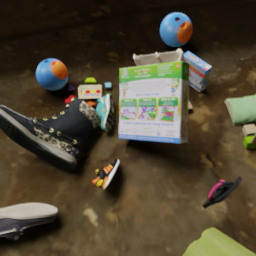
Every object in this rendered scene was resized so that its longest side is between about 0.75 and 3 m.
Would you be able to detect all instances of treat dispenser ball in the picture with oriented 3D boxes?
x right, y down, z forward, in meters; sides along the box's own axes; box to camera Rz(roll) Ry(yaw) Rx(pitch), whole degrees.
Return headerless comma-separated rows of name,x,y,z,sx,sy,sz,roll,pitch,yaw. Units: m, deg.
treat dispenser ball,-2.977,-2.077,10.975,1.214,1.214,1.214,0,54,0
treat dispenser ball,2.136,-4.363,12.501,1.436,1.436,1.436,0,54,0

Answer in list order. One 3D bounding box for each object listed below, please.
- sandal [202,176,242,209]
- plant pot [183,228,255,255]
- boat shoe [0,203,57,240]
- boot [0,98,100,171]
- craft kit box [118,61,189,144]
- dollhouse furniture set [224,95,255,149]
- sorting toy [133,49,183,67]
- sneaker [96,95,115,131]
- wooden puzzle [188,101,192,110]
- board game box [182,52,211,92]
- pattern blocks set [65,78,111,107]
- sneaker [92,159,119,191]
sandal,2.261,1.624,7.134,0.661,1.759,0.397,-34,74,-28
plant pot,2.393,3.596,6.514,2.262,2.262,2.148,-34,49,-22
boat shoe,-3.295,2.723,7.946,2.566,0.932,0.805,-4,97,-9
boot,-2.580,-0.232,9.350,3.034,1.095,2.291,35,55,-7
craft kit box,0.733,-0.772,8.882,2.419,2.389,0.587,4,6,40
dollhouse furniture set,4.570,-0.541,9.889,1.481,1.134,2.261,-5,54,-4
sorting toy,1.159,-2.801,11.647,1.895,1.012,1.706,-7,30,0
sneaker,-0.868,-0.509,10.319,0.649,0.631,1.628,-15,48,14
wooden puzzle,1.417,-1.171,10.925,1.640,0.194,2.766,-12,55,-9
board game box,2.606,-2.201,11.063,0.336,1.177,1.202,-35,62,-23
pattern blocks set,-1.531,-1.403,11.127,1.726,0.140,1.517,4,54,3
sneaker,-0.687,1.347,8.726,0.569,0.443,1.266,23,40,4
